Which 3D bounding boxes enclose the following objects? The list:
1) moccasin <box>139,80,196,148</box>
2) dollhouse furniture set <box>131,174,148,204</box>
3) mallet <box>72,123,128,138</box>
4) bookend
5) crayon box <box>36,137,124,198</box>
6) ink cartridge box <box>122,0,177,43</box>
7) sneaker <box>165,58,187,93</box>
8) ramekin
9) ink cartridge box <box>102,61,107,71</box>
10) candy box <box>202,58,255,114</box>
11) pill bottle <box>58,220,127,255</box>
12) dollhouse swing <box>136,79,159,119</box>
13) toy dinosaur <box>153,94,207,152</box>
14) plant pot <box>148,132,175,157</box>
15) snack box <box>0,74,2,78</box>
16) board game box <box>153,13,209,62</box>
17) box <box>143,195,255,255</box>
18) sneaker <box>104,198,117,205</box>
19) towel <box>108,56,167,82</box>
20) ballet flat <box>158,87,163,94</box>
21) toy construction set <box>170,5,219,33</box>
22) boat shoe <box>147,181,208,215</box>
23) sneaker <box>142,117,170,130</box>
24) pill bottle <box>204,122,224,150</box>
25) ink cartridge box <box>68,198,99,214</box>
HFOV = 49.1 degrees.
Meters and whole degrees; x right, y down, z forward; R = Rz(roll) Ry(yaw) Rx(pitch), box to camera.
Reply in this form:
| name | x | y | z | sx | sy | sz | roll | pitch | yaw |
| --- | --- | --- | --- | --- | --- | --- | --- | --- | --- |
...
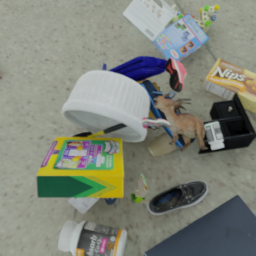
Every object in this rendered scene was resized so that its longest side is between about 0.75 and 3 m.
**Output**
| name | x | y | z | sx | sy | sz | roll | pitch | yaw |
| --- | --- | --- | --- | --- | --- | --- | --- | --- | --- |
| moccasin | 1.489 | -0.615 | 10.361 | 0.988 | 1.166 | 2.897 | -36 | 99 | -3 |
| dollhouse furniture set | 0.440 | 1.823 | 8.065 | 0.410 | 1.061 | 0.530 | 5 | 48 | -19 |
| mallet | -0.964 | 0.187 | 9.782 | 0.891 | 2.704 | 0.557 | -16 | 87 | -48 |
| bookend | 3.532 | -0.178 | 10.933 | 2.018 | 0.935 | 2.031 | -7 | 58 | -4 |
| crayon box | -1.327 | 1.136 | 8.750 | 2.338 | 0.790 | 2.710 | 2 | 20 | -3 |
| ink cartridge box | 0.711 | -3.790 | 9.366 | 1.394 | 0.304 | 1.210 | 43 | 99 | 0 |
| sneaker | 1.871 | -1.923 | 10.143 | 0.722 | 0.613 | 1.664 | 9 | 48 | -19 |
| ramekin | -0.629 | -0.708 | 9.489 | 2.901 | 2.901 | 1.523 | 14 | 76 | 9 |
| ink cartridge box | -1.029 | -2.267 | 11.753 | 0.206 | 0.878 | 0.868 | 10 | 48 | -8 |
| candy box | 4.693 | -1.850 | 12.083 | 2.543 | 0.703 | 1.468 | 29 | 63 | 16 |
| pill bottle | -1.067 | 3.501 | 8.578 | 1.916 | 1.115 | 1.115 | 10 | 59 | 7 |
| dollhouse swing | 0.156 | -1.105 | 11.810 | 2.095 | 1.842 | 1.904 | -7 | 100 | -3 |
| toy dinosaur | 1.998 | -0.169 | 9.493 | 2.407 | 1.033 | 1.631 | 28 | 59 | -28 |
| plant pot | 1.211 | 0.701 | 10.549 | 0.847 | 0.793 | 0.793 | -30 | 63 | -8 |
| snack box | -6.678 | -3.038 | 13.056 | 0.848 | 0.287 | 2.359 | -26 | 62 | -15 |
| board game box | 2.431 | -4.134 | 13.158 | 2.154 | 0.394 | 1.629 | -34 | 81 | -5 |
| box | 1.959 | 3.571 | 7.484 | 2.858 | 2.906 | 1.706 | -25 | 62 | -15 |
| sneaker | -0.610 | 1.973 | 9.687 | 0.471 | 0.550 | 1.342 | -4 | 48 | 7 |
| towel | 0.399 | -2.106 | 10.607 | 1.781 | 2.412 | 0.597 | -20 | 89 | 29 |
| ballet flat | 1.407 | -1.425 | 12.066 | 0.342 | 0.342 | 0.936 | -12 | 57 | -7 |
| toy construction set | 3.104 | -5.484 | 14.022 | 2.603 | 1.199 | 1.707 | 14 | 83 | 17 |
| boat shoe | 1.733 | 2.288 | 9.528 | 2.264 | 0.750 | 0.792 | -15 | 60 | -9 |
| sneaker | 0.768 | -0.077 | 7.695 | 0.805 | 0.325 | 0.301 | 7 | 75 | -8 |
| pill bottle | 2.775 | 0.262 | 9.009 | 0.473 | 0.473 | 0.836 | -12 | 83 | -7 |
| ink cartridge box | -1.300 | 2.156 | 9.015 | 1.138 | 0.239 | 0.679 | -45 | 100 | 6 |
